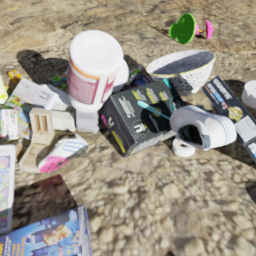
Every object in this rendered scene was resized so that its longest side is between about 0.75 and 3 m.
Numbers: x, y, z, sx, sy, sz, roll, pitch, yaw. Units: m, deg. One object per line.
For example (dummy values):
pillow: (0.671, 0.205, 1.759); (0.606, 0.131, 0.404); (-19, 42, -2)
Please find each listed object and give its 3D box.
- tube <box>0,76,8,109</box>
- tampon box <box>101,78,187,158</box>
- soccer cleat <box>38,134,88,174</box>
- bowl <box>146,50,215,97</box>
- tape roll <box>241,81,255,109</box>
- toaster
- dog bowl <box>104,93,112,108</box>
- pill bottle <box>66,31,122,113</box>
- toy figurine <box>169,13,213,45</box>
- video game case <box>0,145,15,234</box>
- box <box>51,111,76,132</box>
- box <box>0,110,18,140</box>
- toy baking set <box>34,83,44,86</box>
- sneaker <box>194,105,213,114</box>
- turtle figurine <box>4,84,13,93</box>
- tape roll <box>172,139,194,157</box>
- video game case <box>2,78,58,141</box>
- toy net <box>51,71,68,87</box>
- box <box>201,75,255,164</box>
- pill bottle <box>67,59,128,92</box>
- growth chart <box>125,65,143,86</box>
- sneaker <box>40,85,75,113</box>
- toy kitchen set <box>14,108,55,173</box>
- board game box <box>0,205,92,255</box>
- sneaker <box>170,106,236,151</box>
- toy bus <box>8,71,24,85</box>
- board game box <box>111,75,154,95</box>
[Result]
tube: (-5.507, -1.938, 11.341); (0.759, 2.615, 0.679); (1, 26, 4)
tampon box: (0.608, -0.360, 9.705); (2.395, 1.512, 1.795); (-21, 73, -26)
soccer cleat: (-2.242, 0.825, 9.305); (1.927, 0.673, 0.832); (-25, 66, -40)
bowl: (2.128, -2.024, 11.030); (2.644, 1.241, 2.644); (-13, 28, 7)
tape roll: (5.933, -1.434, 12.355); (1.700, 0.595, 1.700); (0, 38, 0)
toaster: (-1.454, -0.650, 10.608); (0.866, 1.319, 1.459); (10, 30, 11)
dog bowl: (-1.544, -1.236, 12.197); (1.741, 0.432, 0.970); (5, 34, 9)
pill bottle: (-1.142, -1.589, 8.693); (1.475, 2.584, 1.475); (6, 65, -13)
toy figurine: (4.324, -6.296, 18.257); (2.280, 1.860, 2.477); (-6, 11, -30)
video game case: (-4.219, 1.703, 7.832); (1.884, 0.237, 2.631); (-4, 55, -13)
box: (-2.727, -0.286, 10.887); (1.446, 0.594, 0.494); (8, 40, 8)
box: (-4.298, -0.116, 10.054); (0.590, 0.186, 1.072); (-1, 76, -27)
toy baking set: (-4.479, -1.733, 13.125); (1.152, 0.175, 1.501); (7, 38, 13)
sneaker: (2.454, -0.619, 10.015); (1.271, 0.493, 0.580); (32, 85, 28)
turtle figurine: (-5.791, -1.895, 13.226); (0.661, 0.264, 0.820); (12, 39, 15)
tape roll: (1.953, 0.674, 9.862); (0.772, 0.270, 0.772); (0, 35, 0)
video game case: (-3.939, -0.783, 10.872); (2.160, 0.247, 1.966); (25, 81, 30)
toy net: (-3.122, -2.564, 14.056); (0.843, 0.311, 1.608); (12, 39, 15)
box: (3.478, -0.042, 8.608); (0.655, 2.848, 2.263); (-36, 53, 16)
pill bottle: (-1.308, -2.214, 11.125); (2.509, 1.371, 1.371); (15, 38, 43)
growth chart: (-0.982, -2.102, 12.289); (2.970, 0.263, 2.149); (-3, 32, 20)
sneaker: (-3.064, -1.253, 11.469); (2.653, 1.014, 1.068); (7, 66, 11)
toy kitchen set: (-3.355, 0.369, 9.241); (1.321, 1.461, 1.620); (6, 36, 2)
board game box: (-2.147, 3.257, 6.068); (2.785, 0.859, 2.787); (-8, 39, -8)
sneaker: (1.662, -0.034, 7.612); (0.957, 0.987, 2.703); (-14, 9, -16)
toy bus: (-5.476, -2.445, 13.840); (0.458, 0.381, 1.170); (-24, 44, -28)
board game box: (0.690, -1.321, 12.026); (2.625, 0.810, 2.626); (-7, 38, -9)
